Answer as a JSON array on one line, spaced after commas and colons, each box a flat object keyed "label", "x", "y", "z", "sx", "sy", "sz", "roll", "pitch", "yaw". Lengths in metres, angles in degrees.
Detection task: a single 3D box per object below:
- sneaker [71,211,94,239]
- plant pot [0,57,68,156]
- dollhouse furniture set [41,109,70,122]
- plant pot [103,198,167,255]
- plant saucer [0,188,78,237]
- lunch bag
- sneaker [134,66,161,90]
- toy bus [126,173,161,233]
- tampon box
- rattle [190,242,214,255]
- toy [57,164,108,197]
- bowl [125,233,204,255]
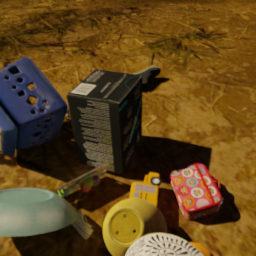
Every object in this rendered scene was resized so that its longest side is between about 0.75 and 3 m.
[{"label": "sneaker", "x": -1.476, "y": 2.658, "z": 8.203, "sx": 1.271, "sy": 0.464, "sz": 0.450, "roll": 38, "pitch": 75, "yaw": 24}, {"label": "plant pot", "x": -3.963, "y": -0.602, "z": 9.999, "sx": 2.267, "sy": 2.522, "sz": 2.521, "roll": -33, "pitch": 79, "yaw": -35}, {"label": "dollhouse furniture set", "x": -2.826, "y": -0.347, "z": 11.595, "sx": 1.760, "sy": 0.779, "sz": 0.912, "roll": 4, "pitch": -9, "yaw": -31}, {"label": "plant pot", "x": 0.074, "y": 2.594, "z": 7.178, "sx": 1.756, "sy": 1.246, "sz": 1.756, "roll": -5, "pitch": 65, "yaw": 11}, {"label": "plant saucer", "x": -2.842, "y": 2.076, "z": 7.524, "sx": 2.968, "sy": 0.571, "sz": 2.968, "roll": 4, "pitch": 1, "yaw": 0}, {"label": "lunch bag", "x": 2.194, "y": 1.942, "z": 8.802, "sx": 1.439, "sy": 0.669, "sz": 1.634, "roll": -16, "pitch": 44, "yaw": -3}, {"label": "sneaker", "x": 1.027, "y": -2.498, "z": 14.439, "sx": 1.862, "sy": 0.696, "sz": 0.989, "roll": -23, "pitch": 50, "yaw": -15}, {"label": "toy bus", "x": 0.463, "y": 2.403, "z": 8.339, "sx": 0.914, "sy": 0.760, "sz": 2.334, "roll": 5, "pitch": 40, "yaw": 7}, {"label": "tampon box", "x": -0.669, "y": -0.263, "z": 9.809, "sx": 1.794, "sy": 2.842, "sz": 2.130, "roll": 12, "pitch": 37, "yaw": 18}, {"label": "rattle", "x": 1.514, "y": 4.061, "z": 5.155, "sx": 1.856, "sy": 2.037, "sz": 2.852, "roll": 6, "pitch": 38, "yaw": 33}, {"label": "toy", "x": -1.374, "y": 1.811, "z": 8.932, "sx": 1.739, "sy": 1.001, "sz": 0.411, "roll": -20, "pitch": 67, "yaw": -24}, {"label": "bowl", "x": 0.602, "y": 3.378, "z": 5.546, "sx": 2.242, "sy": 2.242, "sz": 1.052, "roll": 24, "pitch": 11, "yaw": 27}]
